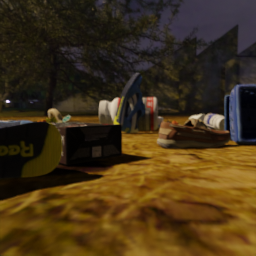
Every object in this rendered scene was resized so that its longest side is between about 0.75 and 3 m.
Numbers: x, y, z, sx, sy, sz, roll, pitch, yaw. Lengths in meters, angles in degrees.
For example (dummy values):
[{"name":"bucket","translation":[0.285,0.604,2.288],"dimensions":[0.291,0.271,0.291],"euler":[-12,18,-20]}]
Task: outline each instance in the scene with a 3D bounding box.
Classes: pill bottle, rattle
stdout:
[{"name":"pill bottle","translation":[4.195,-0.247,13.223],"dimensions":[0.737,0.737,1.273],"euler":[-1,10,-13]},{"name":"pill bottle","translation":[0.048,-0.672,13.765],"dimensions":[2.778,1.609,1.609],"euler":[0,4,5]},{"name":"rattle","translation":[-3.359,-0.165,12.488],"dimensions":[1.249,1.139,1.749],"euler":[-9,26,-40]}]

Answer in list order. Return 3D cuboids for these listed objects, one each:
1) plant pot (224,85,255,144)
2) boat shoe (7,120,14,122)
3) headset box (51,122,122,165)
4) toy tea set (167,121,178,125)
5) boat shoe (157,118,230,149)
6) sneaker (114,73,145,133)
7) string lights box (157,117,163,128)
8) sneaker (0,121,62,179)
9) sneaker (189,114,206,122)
[{"name":"plant pot","translation":[3.896,-0.342,8.611],"dimensions":[1.717,1.717,1.544],"euler":[0,-4,-1]},{"name":"boat shoe","translation":[-5.543,-0.093,13.988],"dimensions":[0.462,0.520,1.413],"euler":[-2,-9,37]},{"name":"headset box","translation":[-1.272,0.254,6.069],"dimensions":[1.405,0.729,1.888],"euler":[-3,6,-44]},{"name":"toy tea set","translation":[2.252,-0.029,14.234],"dimensions":[1.187,0.439,0.706],"euler":[1,32,-45]},{"name":"boat shoe","translation":[1.845,0.124,7.623],"dimensions":[2.178,0.782,0.825],"euler":[-1,4,-21]},{"name":"sneaker","translation":[0.221,-1.041,12.288],"dimensions":[1.128,2.744,1.014],"euler":[18,-7,-14]},{"name":"string lights box","translation":[1.182,-0.306,15.623],"dimensions":[1.071,0.615,2.085],"euler":[-1,4,-9]},{"name":"sneaker","translation":[-2.345,0.300,3.835],"dimensions":[2.728,1.009,1.122],"euler":[7,-3,-41]},{"name":"sneaker","translation":[3.292,-0.249,14.319],"dimensions":[1.331,0.490,0.769],"euler":[-31,9,-26]}]
